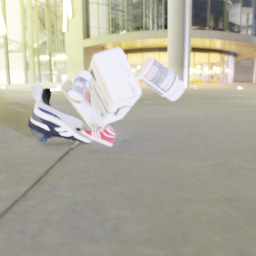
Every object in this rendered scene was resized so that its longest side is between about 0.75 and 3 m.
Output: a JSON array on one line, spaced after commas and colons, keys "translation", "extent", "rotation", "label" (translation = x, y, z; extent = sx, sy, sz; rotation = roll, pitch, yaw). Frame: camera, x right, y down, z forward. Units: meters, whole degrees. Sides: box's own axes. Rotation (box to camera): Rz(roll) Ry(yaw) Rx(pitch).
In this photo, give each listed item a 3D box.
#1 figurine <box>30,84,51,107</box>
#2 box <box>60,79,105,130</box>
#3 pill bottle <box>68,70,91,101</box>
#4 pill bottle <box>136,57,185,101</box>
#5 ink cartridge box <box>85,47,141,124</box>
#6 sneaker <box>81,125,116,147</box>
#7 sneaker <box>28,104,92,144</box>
[{"translation": [-3.693, -1.202, 12.074], "extent": [0.504, 1.142, 1.170], "rotation": [-14, -9, 13], "label": "figurine"}, {"translation": [-1.635, -0.712, 10.314], "extent": [0.466, 2.406, 0.499], "rotation": [-36, -6, -12], "label": "box"}, {"translation": [-1.670, -1.483, 9.757], "extent": [0.552, 0.970, 0.552], "rotation": [18, -21, 7], "label": "pill bottle"}, {"translation": [1.150, -1.685, 9.808], "extent": [1.595, 0.909, 0.909], "rotation": [32, 0, -21], "label": "pill bottle"}, {"translation": [-0.716, -1.448, 10.581], "extent": [1.089, 1.929, 2.628], "rotation": [-21, -10, -22], "label": "ink cartridge box"}, {"translation": [-0.963, 0.134, 9.303], "extent": [1.176, 0.661, 0.419], "rotation": [22, -3, 16], "label": "sneaker"}, {"translation": [-2.527, 0.158, 10.321], "extent": [2.312, 1.293, 0.845], "rotation": [30, 31, -11], "label": "sneaker"}]
